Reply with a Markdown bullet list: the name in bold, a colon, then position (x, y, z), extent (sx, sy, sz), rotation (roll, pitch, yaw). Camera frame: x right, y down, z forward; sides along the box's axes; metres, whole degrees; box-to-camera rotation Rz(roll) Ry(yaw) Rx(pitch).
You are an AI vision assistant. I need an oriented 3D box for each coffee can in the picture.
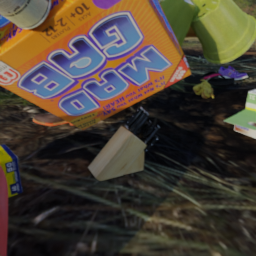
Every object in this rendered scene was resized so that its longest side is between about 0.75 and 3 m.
- **coffee can**: position (-1.480, -1.713, 3.451), extent (0.656, 0.656, 0.896), rotation (8, -3, 18)

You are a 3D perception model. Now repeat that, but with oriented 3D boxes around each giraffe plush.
- **giraffe plush**: position (3.250, -1.528, 11.664), extent (0.781, 0.905, 0.734), rotation (3, 52, -25)

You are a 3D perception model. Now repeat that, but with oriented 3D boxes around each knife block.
- **knife block**: position (-0.082, 0.298, 5.962), extent (1.540, 1.352, 0.493), rotation (-10, 23, -25)

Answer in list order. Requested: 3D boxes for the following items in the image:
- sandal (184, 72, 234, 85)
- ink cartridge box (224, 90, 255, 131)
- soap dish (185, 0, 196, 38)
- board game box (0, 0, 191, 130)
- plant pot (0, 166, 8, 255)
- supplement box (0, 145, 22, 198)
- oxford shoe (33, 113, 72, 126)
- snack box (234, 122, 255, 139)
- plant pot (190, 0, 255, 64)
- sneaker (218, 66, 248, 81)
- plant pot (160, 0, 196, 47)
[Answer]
- **sandal**: position (4.151, -2.599, 14.398), extent (2.524, 0.569, 0.948), rotation (7, 22, 17)
- **ink cartridge box**: position (4.419, -0.548, 8.153), extent (2.833, 0.679, 2.062), rotation (-18, 28, -41)
- **soap dish**: position (2.346, -4.292, 10.796), extent (1.611, 0.831, 2.047), rotation (0, -17, 7)
- **board game box**: position (-0.874, -2.174, 5.748), extent (2.854, 2.857, 2.855), rotation (-26, 59, 19)
- **plant pot**: position (-2.342, 1.082, 2.761), extent (2.562, 2.562, 2.267), rotation (-5, 12, -12)
- **supplement box**: position (-2.799, 0.942, 5.101), extent (1.425, 0.776, 0.780), rotation (-16, 27, -36)
- **oxford shoe**: position (-2.140, -0.429, 8.816), extent (1.689, 0.613, 0.601), rotation (-3, 22, -6)
- **snack box**: position (4.582, -0.188, 8.554), extent (2.884, 0.351, 1.037), rotation (-14, 25, -31)
- **plant pot**: position (2.806, -3.327, 8.840), extent (1.762, 1.916, 1.916), rotation (34, -1, -37)
- **sneaker**: position (5.634, -2.966, 15.172), extent (0.674, 0.697, 1.672), rotation (-18, 29, -38)
- **plant pot**: position (1.253, -3.150, 8.357), extent (1.476, 1.578, 1.476), rotation (21, 40, -19)
